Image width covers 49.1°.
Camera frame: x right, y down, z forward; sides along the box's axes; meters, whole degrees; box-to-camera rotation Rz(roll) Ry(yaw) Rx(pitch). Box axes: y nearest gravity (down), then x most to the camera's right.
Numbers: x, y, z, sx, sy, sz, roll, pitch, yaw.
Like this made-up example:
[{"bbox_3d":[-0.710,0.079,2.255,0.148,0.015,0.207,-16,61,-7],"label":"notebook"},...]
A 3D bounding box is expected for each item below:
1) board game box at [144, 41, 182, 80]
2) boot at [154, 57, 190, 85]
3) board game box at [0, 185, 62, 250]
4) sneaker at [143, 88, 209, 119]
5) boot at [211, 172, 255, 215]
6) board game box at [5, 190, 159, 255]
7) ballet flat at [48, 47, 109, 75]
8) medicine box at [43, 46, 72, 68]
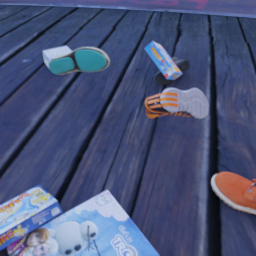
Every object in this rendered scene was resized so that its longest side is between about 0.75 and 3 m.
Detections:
[{"bbox_3d":[1.569,-2.882,12.195,1.619,0.462,1.654,54,22,5],"label":"board game box"},{"bbox_3d":[1.920,-2.830,13.836,2.050,0.715,1.349,-27,30,-17],"label":"boot"},{"bbox_3d":[-3.012,2.355,7.123,2.247,0.387,1.521,-28,21,-30],"label":"board game box"},{"bbox_3d":[1.445,-0.743,8.890,2.396,0.929,1.342,8,-11,-40],"label":"sneaker"},{"bbox_3d":[3.625,1.703,7.576,2.729,1.463,1.024,24,47,29],"label":"boot"},{"bbox_3d":[-0.917,3.163,6.389,2.849,0.621,2.863,-24,45,-27],"label":"board game box"},{"bbox_3d":[-1.923,-2.764,11.271,2.976,1.004,0.928,1,31,28],"label":"ballet flat"},{"bbox_3d":[-3.593,-3.622,14.676,1.386,0.713,1.262,-20,43,-22],"label":"medicine box"}]
